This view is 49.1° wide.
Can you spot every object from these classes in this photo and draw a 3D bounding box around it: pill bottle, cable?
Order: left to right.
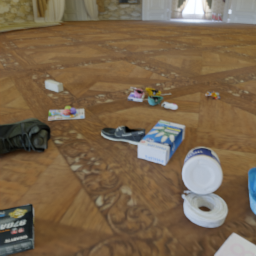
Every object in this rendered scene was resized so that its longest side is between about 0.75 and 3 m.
[{"bbox_3d":[2.180,1.155,8.287,1.053,1.053,1.895,7,9,13],"label":"pill bottle"},{"bbox_3d":[2.041,2.152,7.455,1.125,0.390,1.125,0,28,-3],"label":"cable"}]

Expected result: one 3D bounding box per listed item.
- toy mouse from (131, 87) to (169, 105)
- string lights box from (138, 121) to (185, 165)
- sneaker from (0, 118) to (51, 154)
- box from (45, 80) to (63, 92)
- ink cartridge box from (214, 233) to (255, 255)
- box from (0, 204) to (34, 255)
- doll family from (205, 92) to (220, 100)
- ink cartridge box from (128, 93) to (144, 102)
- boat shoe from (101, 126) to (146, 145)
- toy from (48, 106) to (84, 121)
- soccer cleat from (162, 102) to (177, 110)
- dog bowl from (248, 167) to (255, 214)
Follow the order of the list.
[{"bbox_3d":[0.983,-1.569,14.358,2.132,0.413,1.895,18,29,10],"label":"toy mouse"},{"bbox_3d":[1.268,0.497,10.347,1.062,0.610,2.067,13,31,24],"label":"string lights box"},{"bbox_3d":[-3.942,0.419,10.036,1.567,1.046,2.736,15,25,38],"label":"sneaker"},{"bbox_3d":[-4.260,-2.412,16.077,1.135,0.466,0.388,21,34,32],"label":"box"},{"bbox_3d":[2.560,3.214,5.317,2.153,0.614,1.750,20,33,41],"label":"ink cartridge box"},{"bbox_3d":[-3.086,2.516,6.781,1.542,0.355,1.226,-8,29,-14],"label":"box"},{"bbox_3d":[4.492,-1.809,15.005,0.522,0.379,0.840,-14,31,-25],"label":"doll family"},{"bbox_3d":[0.443,-1.636,14.901,0.753,0.165,0.760,7,30,13],"label":"ink cartridge box"},{"bbox_3d":[-0.193,0.169,11.002,1.855,0.627,0.666,9,30,19],"label":"boat shoe"},{"bbox_3d":[-2.854,-0.737,12.913,1.610,0.380,0.927,-6,33,-6],"label":"toy"},{"bbox_3d":[1.984,-1.029,13.512,0.356,0.288,0.825,-23,29,-37],"label":"soccer cleat"},{"bbox_3d":[3.954,1.851,7.929,1.078,0.479,1.934,8,28,15],"label":"dog bowl"}]
